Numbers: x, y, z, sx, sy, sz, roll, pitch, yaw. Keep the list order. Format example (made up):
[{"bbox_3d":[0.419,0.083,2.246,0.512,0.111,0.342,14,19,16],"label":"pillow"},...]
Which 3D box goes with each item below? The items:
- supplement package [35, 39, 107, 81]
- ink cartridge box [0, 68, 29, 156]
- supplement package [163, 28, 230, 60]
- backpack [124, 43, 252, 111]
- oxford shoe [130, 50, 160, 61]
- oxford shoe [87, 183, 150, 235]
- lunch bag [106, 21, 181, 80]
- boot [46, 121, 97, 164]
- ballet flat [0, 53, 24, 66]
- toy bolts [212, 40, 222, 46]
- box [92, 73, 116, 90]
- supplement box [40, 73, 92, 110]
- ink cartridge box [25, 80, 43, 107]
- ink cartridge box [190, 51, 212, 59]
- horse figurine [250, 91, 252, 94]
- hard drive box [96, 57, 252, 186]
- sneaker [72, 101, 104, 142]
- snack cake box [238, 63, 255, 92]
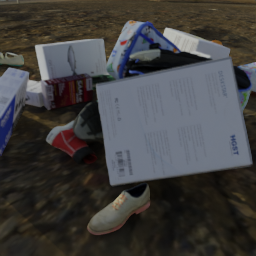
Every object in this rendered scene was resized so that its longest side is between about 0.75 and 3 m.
[{"bbox_3d":[-2.125,-2.562,10.576,2.294,1.341,1.345,-16,23,-25],"label":"supplement package"},{"bbox_3d":[-3.378,-0.456,7.571,0.644,1.369,2.911,13,30,-13],"label":"ink cartridge box"},{"bbox_3d":[2.625,-3.085,11.928,1.623,1.563,2.853,6,25,-24],"label":"supplement package"},{"bbox_3d":[1.599,-0.843,7.615,2.955,2.171,2.704,12,31,14],"label":"backpack"},{"bbox_3d":[0.424,-1.677,6.556,0.801,0.231,0.301,-13,5,-26],"label":"oxford shoe"},{"bbox_3d":[-0.160,1.449,5.223,1.415,0.522,0.501,-25,38,-38],"label":"oxford shoe"},{"bbox_3d":[0.642,-2.256,9.439,2.699,2.163,1.020,22,8,-47],"label":"lunch bag"},{"bbox_3d":[-1.209,0.407,7.202,1.194,0.599,1.654,35,16,5],"label":"boot"},{"bbox_3d":[-6.092,-3.421,13.859,1.902,0.661,0.661,2,29,4],"label":"ballet flat"},{"bbox_3d":[3.866,-3.095,12.769,1.460,1.394,1.012,-19,37,2],"label":"toy bolts"},{"bbox_3d":[-1.220,-2.097,11.691,2.291,0.416,1.653,-11,31,-15],"label":"box"},{"bbox_3d":[-2.082,-1.273,9.660,1.666,0.907,0.507,-17,35,-29],"label":"supplement box"},{"bbox_3d":[-3.387,-1.257,10.055,1.291,0.535,0.948,12,32,22],"label":"ink cartridge box"},{"bbox_3d":[2.308,-1.624,9.381,0.666,1.598,1.160,-23,29,-10],"label":"ink cartridge box"},{"bbox_3d":[4.004,-1.430,10.573,1.106,0.276,0.733,4,26,-21],"label":"horse figurine"},{"bbox_3d":[0.855,-0.065,5.658,2.629,2.049,1.010,-9,-6,10],"label":"hard drive box"},{"bbox_3d":[-0.780,-0.227,7.775,1.097,1.043,2.768,-27,7,29],"label":"sneaker"},{"bbox_3d":[5.397,-2.026,10.992,2.367,0.795,1.361,-18,35,-38],"label":"snack cake box"}]
